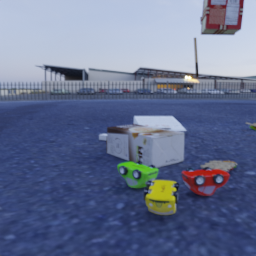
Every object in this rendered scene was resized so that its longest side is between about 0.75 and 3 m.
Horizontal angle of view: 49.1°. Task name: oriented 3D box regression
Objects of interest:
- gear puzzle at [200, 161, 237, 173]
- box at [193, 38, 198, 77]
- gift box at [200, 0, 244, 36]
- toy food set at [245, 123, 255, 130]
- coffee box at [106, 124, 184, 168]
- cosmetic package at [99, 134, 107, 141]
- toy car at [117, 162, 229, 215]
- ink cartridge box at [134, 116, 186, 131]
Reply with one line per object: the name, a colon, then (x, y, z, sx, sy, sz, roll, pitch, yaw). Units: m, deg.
gear puzzle: (2.700, 1.133, 8.142, 0.789, 0.200, 1.524, 4, 6, 36)
box: (3.088, -3.196, 12.717, 0.148, 1.388, 1.134, -3, -24, 15)
gift box: (2.407, -2.940, 7.120, 1.013, 1.098, 1.025, 8, 10, 6)
toy food set: (7.347, -0.001, 15.473, 1.594, 0.320, 1.100, 2, 14, -29)
coffee box: (0.489, 0.526, 9.372, 1.402, 0.977, 2.452, -7, 11, -37)
cosmetic package: (-0.774, 0.442, 12.411, 0.980, 0.248, 0.405, 5, 10, 29)
toy car: (0.685, 1.221, 6.258, 2.467, 0.550, 2.321, -7, 11, -44)
ink cartridge box: (1.568, 0.018, 14.646, 2.289, 0.708, 2.823, 0, 19, -6)
